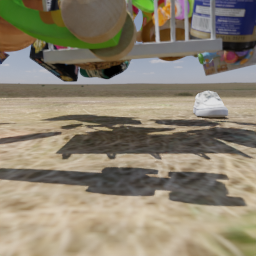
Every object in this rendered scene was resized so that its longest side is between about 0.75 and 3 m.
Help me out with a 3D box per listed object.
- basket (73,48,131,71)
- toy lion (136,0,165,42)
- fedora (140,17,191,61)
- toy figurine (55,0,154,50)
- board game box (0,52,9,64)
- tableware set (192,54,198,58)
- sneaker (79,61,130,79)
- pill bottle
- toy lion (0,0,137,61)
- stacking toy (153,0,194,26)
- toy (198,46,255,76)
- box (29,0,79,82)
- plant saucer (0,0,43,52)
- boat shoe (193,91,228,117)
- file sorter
[{"bbox_3d":[-1.269,-3.233,9.622,1.804,1.883,2.527,-21,34,-20],"label":"basket"},{"bbox_3d":[1.076,-3.612,9.454,1.506,1.572,0.540,13,21,10],"label":"toy lion"},{"bbox_3d":[1.369,-2.667,8.773,2.006,0.818,2.006,4,-22,2],"label":"fedora"},{"bbox_3d":[-1.067,-3.021,7.753,2.766,2.077,2.546,18,-44,-28],"label":"toy figurine"},{"bbox_3d":[-4.155,-2.190,8.510,0.898,0.899,0.277,-43,32,-26],"label":"board game box"},{"bbox_3d":[1.858,-3.735,9.803,2.117,2.534,0.294,26,0,20],"label":"tableware set"},{"bbox_3d":[-1.025,-2.250,10.597,2.168,0.774,0.866,-8,36,27],"label":"sneaker"},{"bbox_3d":[2.158,-3.057,5.760,1.493,2.670,1.493,1,29,-1],"label":"pill bottle"},{"bbox_3d":[-0.976,-2.558,3.412,2.779,2.899,0.995,16,1,11],"label":"toy lion"},{"bbox_3d":[1.391,-3.162,7.005,2.163,1.255,1.187,-39,61,-17],"label":"stacking toy"},{"bbox_3d":[3.082,-2.348,8.580,0.493,1.204,2.090,-26,14,-40],"label":"toy"},{"bbox_3d":[-2.619,-3.578,10.812,0.688,2.989,2.376,2,-11,18],"label":"box"},{"bbox_3d":[-2.771,-2.917,5.961,0.468,2.500,2.500,-5,2,41],"label":"plant saucer"},{"bbox_3d":[3.150,-0.984,11.136,1.098,0.976,2.985,0,7,-2],"label":"boat shoe"},{"bbox_3d":[0.006,-2.219,5.314,2.912,1.813,2.021,-4,13,-1],"label":"file sorter"}]
